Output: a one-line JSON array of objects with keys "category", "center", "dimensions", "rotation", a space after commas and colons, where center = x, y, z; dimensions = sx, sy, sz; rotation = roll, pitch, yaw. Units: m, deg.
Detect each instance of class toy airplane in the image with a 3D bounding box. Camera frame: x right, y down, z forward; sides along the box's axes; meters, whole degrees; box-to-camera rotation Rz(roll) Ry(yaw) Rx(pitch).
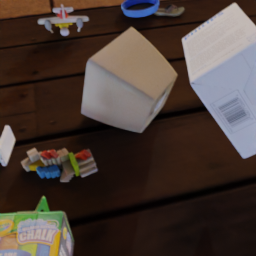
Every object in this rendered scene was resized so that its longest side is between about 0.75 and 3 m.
[{"category": "toy airplane", "center": [-3.317, -5.483, 14.451], "dimensions": [1.960, 1.383, 1.951], "rotation": [3, 15, 30]}]

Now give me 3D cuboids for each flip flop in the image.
[{"category": "flip flop", "center": [2.385, -6.948, 16.426], "dimensions": [1.843, 0.530, 0.747], "rotation": [1, 46, 1]}]

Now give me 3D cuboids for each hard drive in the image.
[{"category": "hard drive", "center": [-3.984, 0.577, 9.129], "dimensions": [0.147, 0.728, 1.104], "rotation": [-1, 46, -1]}]

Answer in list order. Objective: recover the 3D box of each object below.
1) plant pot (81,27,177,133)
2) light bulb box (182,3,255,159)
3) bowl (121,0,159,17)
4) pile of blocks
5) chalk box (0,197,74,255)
[{"category": "plant pot", "center": [0.138, -1.411, 9.953], "dimensions": [2.335, 2.638, 2.635], "rotation": [34, 54, 10]}, {"category": "light bulb box", "center": [2.972, -1.317, 7.482], "dimensions": [1.789, 2.841, 2.866], "rotation": [-30, 28, 25]}, {"category": "bowl", "center": [0.721, -7.149, 16.506], "dimensions": [2.224, 0.437, 2.224], "rotation": [-6, 44, 6]}, {"category": "pile of blocks", "center": [-2.168, 1.070, 8.654], "dimensions": [2.380, 0.740, 0.977], "rotation": [-3, 46, -2]}, {"category": "chalk box", "center": [-2.216, 2.942, 6.213], "dimensions": [1.706, 1.715, 2.756], "rotation": [-2, 45, -2]}]
